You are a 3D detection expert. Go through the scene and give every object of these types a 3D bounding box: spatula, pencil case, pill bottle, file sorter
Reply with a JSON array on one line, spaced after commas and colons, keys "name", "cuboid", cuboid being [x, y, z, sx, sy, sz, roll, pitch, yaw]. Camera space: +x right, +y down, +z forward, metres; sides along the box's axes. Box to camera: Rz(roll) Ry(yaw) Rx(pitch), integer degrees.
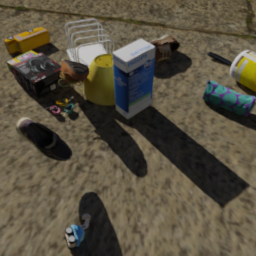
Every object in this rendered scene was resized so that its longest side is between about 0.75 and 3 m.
[{"name": "spatula", "cuboid": [5.123, -3.077, 13.402, 2.952, 0.303, 0.834, 28, 57, 26]}, {"name": "pencil case", "cuboid": [3.968, -1.193, 11.079, 2.000, 0.851, 0.924, 29, 75, 26]}, {"name": "pill bottle", "cuboid": [5.645, -2.131, 11.673, 1.368, 1.368, 2.504, -26, 50, -25]}, {"name": "file sorter", "cuboid": [-1.811, -3.813, 13.207, 1.835, 1.647, 2.644, -15, 46, -15]}]

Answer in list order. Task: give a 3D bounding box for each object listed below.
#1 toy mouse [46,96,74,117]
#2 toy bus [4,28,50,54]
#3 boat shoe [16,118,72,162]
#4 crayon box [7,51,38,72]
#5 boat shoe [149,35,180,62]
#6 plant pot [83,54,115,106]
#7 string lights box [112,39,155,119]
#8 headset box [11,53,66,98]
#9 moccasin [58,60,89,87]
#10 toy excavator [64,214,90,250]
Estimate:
[{"name": "toy mouse", "cuboid": [-2.586, -0.717, 11.036, 1.226, 0.237, 1.090, -16, 46, -15]}, {"name": "toy bus", "cuboid": [-5.240, -4.521, 14.603, 0.849, 0.706, 2.169, 34, 53, 28]}, {"name": "boat shoe", "cuboid": [-2.267, 0.415, 7.924, 0.627, 1.934, 0.696, 12, 62, 48]}, {"name": "crayon box", "cuboid": [-4.884, -3.110, 13.352, 0.851, 0.418, 1.434, 30, 52, 27]}, {"name": "boat shoe", "cuboid": [1.639, -3.807, 13.692, 0.951, 1.003, 2.648, 31, 54, 25]}, {"name": "plant pot", "cuboid": [-0.866, -2.160, 11.590, 2.087, 1.482, 2.087, 1, 44, -1]}, {"name": "string lights box", "cuboid": [0.224, -1.711, 10.252, 1.346, 2.620, 0.773, -33, 55, -26]}, {"name": "headset box", "cuboid": [-3.943, -2.396, 12.337, 1.590, 0.825, 2.137, -34, 55, -30]}, {"name": "moccasin", "cuboid": [-2.146, -2.027, 10.665, 0.953, 1.005, 2.605, 9, 11, -31]}, {"name": "toy excavator", "cuboid": [-1.297, 2.736, 7.471, 0.804, 0.401, 0.782, -8, 42, -27]}]
